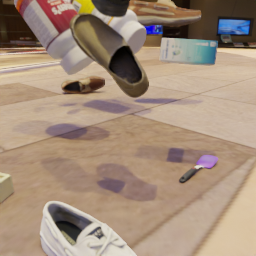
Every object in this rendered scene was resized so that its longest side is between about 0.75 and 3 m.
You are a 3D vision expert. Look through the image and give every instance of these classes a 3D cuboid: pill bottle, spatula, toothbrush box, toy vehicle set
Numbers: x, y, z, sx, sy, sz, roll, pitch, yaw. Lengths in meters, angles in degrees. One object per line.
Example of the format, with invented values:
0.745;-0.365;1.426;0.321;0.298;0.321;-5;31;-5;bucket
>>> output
-0.729;-3.612;9.596;2.741;1.497;1.497;40;35;19;pill bottle
1.441;0.844;5.850;0.362;0.132;1.281;15;25;40;spatula
-1.747;-2.528;7.095;1.200;2.190;1.200;-35;4;3;pill bottle
1.225;-1.534;5.701;1.065;0.454;0.780;8;12;11;toothbrush box
-3.604;1.136;4.670;2.719;0.360;1.689;6;21;17;toy vehicle set

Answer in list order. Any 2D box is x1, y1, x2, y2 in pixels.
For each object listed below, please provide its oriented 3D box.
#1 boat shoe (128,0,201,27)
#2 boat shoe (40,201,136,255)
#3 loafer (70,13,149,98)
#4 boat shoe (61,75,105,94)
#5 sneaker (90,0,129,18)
1.305;-4.277;10.248;2.785;1.000;1.054;0;13;0;boat shoe
-0.416;1.467;3.328;1.964;0.642;0.723;14;24;33;boat shoe
-0.247;-1.190;4.344;0.621;1.634;0.551;-46;3;-9;loafer
-2.044;-1.918;12.821;2.024;0.767;0.727;-11;24;-3;boat shoe
-0.431;-2.562;4.104;0.695;1.042;1.819;-11;55;-35;sneaker
